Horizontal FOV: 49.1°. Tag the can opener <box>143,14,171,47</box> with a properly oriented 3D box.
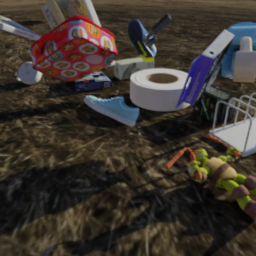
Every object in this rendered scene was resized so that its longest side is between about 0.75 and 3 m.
[{"bbox_3d":[1.208,-3.926,11.427,0.511,1.530,0.408,32,39,-31],"label":"can opener"}]

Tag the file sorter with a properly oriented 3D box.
[{"bbox_3d":[4.230,-0.272,9.460,2.279,1.419,1.581,-14,33,-24],"label":"file sorter"}]

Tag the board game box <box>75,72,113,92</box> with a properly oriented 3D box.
[{"bbox_3d":[-1.954,-2.525,14.321,1.867,0.576,1.866,-11,32,-18],"label":"board game box"}]

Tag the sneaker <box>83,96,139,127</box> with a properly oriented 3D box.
[{"bbox_3d":[-0.427,-0.640,7.771,1.577,0.646,0.583,25,10,-4],"label":"sneaker"}]

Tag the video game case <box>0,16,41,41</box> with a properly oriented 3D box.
[{"bbox_3d":[-3.912,-3.332,9.031,1.792,0.205,1.630,32,16,22],"label":"video game case"}]

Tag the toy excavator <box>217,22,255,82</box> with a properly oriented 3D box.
[{"bbox_3d":[3.447,-2.275,8.426,1.487,2.977,2.894,5,74,21],"label":"toy excavator"}]

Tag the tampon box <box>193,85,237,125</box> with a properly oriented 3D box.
[{"bbox_3d":[3.358,-0.935,11.004,0.871,1.033,1.379,-15,33,-25],"label":"tampon box"}]

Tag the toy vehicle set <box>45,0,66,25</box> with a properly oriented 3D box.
[{"bbox_3d":[-2.390,-3.897,9.593,0.249,1.169,1.881,-27,9,0],"label":"toy vehicle set"}]

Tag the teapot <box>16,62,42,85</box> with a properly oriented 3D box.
[{"bbox_3d":[-4.986,-2.733,14.409,1.218,1.203,0.890,30,-2,8],"label":"teapot"}]

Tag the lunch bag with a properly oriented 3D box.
[{"bbox_3d":[-1.634,-2.130,7.819,2.218,0.909,1.954,-18,-16,33],"label":"lunch bag"}]

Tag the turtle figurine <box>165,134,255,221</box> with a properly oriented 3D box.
[{"bbox_3d":[2.388,1.257,7.142,2.972,0.957,2.397,-9,37,-46],"label":"turtle figurine"}]

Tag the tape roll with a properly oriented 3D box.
[{"bbox_3d":[1.480,-1.778,12.564,2.858,0.999,2.858,0,30,0],"label":"tape roll"}]

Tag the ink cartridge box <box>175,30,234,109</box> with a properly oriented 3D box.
[{"bbox_3d":[2.267,-1.616,8.355,0.427,1.949,1.967,35,58,18],"label":"ink cartridge box"}]

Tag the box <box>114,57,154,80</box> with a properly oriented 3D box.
[{"bbox_3d":[0.342,-3.309,15.425,2.177,0.895,0.744,-16,34,-24],"label":"box"}]

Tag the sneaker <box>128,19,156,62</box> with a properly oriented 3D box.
[{"bbox_3d":[0.671,-4.094,12.916,0.771,2.086,0.858,0,44,37],"label":"sneaker"}]

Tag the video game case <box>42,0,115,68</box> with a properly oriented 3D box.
[{"bbox_3d":[-1.995,-3.639,10.965,2.677,2.942,0.337,2,32,46],"label":"video game case"}]
